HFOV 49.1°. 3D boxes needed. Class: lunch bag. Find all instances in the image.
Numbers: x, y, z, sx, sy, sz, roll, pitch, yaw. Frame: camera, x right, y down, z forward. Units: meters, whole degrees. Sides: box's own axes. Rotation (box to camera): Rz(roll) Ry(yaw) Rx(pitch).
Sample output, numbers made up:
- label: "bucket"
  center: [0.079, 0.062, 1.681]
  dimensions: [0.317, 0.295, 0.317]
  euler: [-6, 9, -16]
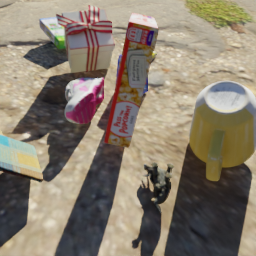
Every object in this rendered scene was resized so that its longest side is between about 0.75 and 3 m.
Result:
- label: "lunch bag"
  center: [0.107, -1.653, 8.513]
  dimensions: [0.903, 1.199, 0.564]
  euler: [25, 45, 27]

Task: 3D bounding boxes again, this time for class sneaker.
- label: "sneaker"
  center: [-1.363, -0.808, 7.876]
  dimensions: [0.940, 0.867, 2.131]
  euler: [8, 30, 10]

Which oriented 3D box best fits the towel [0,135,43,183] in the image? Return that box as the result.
- label: "towel"
  center: [-2.464, 0.633, 6.138]
  dimensions: [1.070, 0.158, 1.459]
  euler: [26, 12, -35]

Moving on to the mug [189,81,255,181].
- label: "mug"
  center: [2.213, -0.032, 6.243]
  dimensions: [1.598, 1.638, 1.995]
  euler: [-16, 53, 3]

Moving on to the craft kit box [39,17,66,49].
- label: "craft kit box"
  center: [-2.361, -3.890, 11.222]
  dimensions: [1.760, 0.427, 1.738]
  euler: [-20, 52, -31]

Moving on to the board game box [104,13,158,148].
- label: "board game box"
  center: [0.069, -1.187, 6.614]
  dimensions: [0.616, 2.661, 2.015]
  euler: [12, 26, -3]

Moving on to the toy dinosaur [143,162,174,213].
- label: "toy dinosaur"
  center: [0.688, 1.177, 5.768]
  dimensions: [0.547, 0.727, 1.422]
  euler: [-6, 40, -6]

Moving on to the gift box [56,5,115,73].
- label: "gift box"
  center: [-1.434, -2.985, 9.246]
  dimensions: [1.612, 1.631, 1.747]
  euler: [-16, 75, -16]

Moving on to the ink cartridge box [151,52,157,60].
- label: "ink cartridge box"
  center: [0.534, -2.690, 10.438]
  dimensions: [0.779, 0.185, 0.788]
  euler: [24, 46, 25]

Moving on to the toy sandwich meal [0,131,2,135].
- label: "toy sandwich meal"
  center: [-4.151, 0.140, 6.432]
  dimensions: [2.542, 0.870, 2.542]
  euler: [31, 8, -5]
